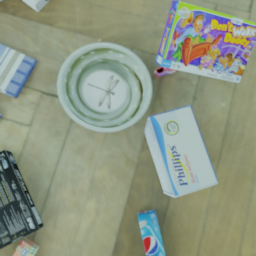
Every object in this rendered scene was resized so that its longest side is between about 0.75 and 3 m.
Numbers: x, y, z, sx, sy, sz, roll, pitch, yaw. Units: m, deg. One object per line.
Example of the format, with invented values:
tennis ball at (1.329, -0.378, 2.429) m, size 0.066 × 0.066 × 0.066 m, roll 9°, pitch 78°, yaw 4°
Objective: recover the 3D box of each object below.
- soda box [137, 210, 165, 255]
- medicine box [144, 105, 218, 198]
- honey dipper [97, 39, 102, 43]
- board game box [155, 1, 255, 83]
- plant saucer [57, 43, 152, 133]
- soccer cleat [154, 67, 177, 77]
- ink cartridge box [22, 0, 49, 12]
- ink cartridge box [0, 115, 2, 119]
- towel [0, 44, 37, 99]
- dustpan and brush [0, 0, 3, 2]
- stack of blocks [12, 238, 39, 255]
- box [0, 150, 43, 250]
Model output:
soda box at (0.695, 3.263, 8.034) m, size 0.535 × 0.566 × 1.668 m, roll -12°, pitch 80°, yaw -2°
medicine box at (1.300, 0.711, 7.662) m, size 1.142 × 2.219 × 2.021 m, roll -17°, pitch 80°, yaw -3°
honey dipper at (-1.305, -2.506, 9.300) m, size 0.234 × 0.234 × 1.232 m, roll 38°, pitch 78°, yaw 7°
board game box at (2.178, -2.305, 7.696) m, size 2.473 × 0.554 × 1.663 m, roll 8°, pitch 114°, yaw -14°
plant saucer at (-0.716, -1.188, 8.666) m, size 2.868 × 0.720 × 2.868 m, roll 2°, pitch 76°, yaw -9°
soccer cleat at (1.276, -1.907, 9.106) m, size 0.916 × 0.350 × 0.305 m, roll -20°, pitch 80°, yaw -3°
ink cartridge box at (-2.988, -4.754, 9.585) m, size 0.773 × 0.445 × 1.335 m, roll 37°, pitch 82°, yaw 6°
ink cartridge box at (-5.729, -0.195, 8.502) m, size 2.562 × 0.602 × 2.532 m, roll 41°, pitch 80°, yaw -22°
towel at (-4.227, -1.972, 9.181) m, size 2.058 × 0.245 × 1.512 m, roll 23°, pitch 78°, yaw 2°
dustpan and brush at (-4.294, -4.961, 9.412) m, size 2.986 × 0.854 × 2.084 m, roll 12°, pitch 80°, yaw 2°
stack of blocks at (-3.042, 3.871, 8.040) m, size 0.650 × 0.331 × 1.130 m, roll 29°, pitch 80°, yaw 5°
box at (-3.966, 2.228, 8.162) m, size 2.049 × 0.557 × 2.558 m, roll -27°, pitch 81°, yaw -9°
